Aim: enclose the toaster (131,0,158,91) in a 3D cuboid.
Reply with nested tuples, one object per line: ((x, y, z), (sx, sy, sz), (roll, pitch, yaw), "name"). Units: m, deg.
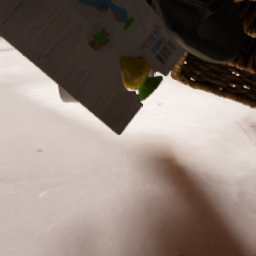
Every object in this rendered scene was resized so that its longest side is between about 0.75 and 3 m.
((-0.374, -1.664, 4.784), (1.926, 2.130, 1.264), (16, 4, 9), "toaster")

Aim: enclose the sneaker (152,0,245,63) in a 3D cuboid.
((0.704, -1.471, 2.609), (0.754, 1.973, 1.130), (-40, 19, -12), "sneaker")

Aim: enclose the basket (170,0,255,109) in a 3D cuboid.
((2.053, -1.337, 4.236), (2.301, 1.714, 1.642), (20, -7, -3), "basket")

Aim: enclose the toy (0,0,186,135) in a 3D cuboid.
((-0.692, -1.366, 3.605), (1.584, 2.751, 0.649), (-52, 15, -9), "toy")

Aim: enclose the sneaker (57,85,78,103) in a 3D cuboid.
((-0.908, -1.637, 5.866), (1.356, 2.347, 0.865), (4, -5, 8), "sneaker")
